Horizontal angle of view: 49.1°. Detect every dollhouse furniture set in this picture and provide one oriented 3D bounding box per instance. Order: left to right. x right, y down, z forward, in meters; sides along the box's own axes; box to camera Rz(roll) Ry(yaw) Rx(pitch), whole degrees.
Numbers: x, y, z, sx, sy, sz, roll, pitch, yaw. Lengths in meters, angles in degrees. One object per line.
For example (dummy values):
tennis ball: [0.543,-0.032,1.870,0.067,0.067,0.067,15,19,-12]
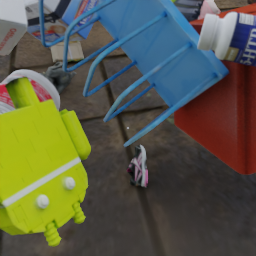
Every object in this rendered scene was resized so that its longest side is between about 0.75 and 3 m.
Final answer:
dollhouse furniture set: [-2.599,-3.328,11.335,1.146,0.885,2.292,-10,66,-19]

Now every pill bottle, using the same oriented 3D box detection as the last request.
pill bottle: [-3.156,-0.067,7.263,1.659,1.659,2.955,14,48,13]
pill bottle: [1.531,-1.211,3.825,1.060,0.635,0.635,14,48,9]

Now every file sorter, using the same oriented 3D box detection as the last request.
file sorter: [-0.089,-1.248,5.070,1.689,1.910,2.753,-39,89,-19]

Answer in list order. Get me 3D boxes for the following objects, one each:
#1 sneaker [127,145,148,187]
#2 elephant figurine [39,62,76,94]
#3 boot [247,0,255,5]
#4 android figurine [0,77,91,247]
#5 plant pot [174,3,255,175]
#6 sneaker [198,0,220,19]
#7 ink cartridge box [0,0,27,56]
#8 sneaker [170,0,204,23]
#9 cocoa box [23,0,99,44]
sneaker: [0.213,0.944,7.130,0.514,0.478,1.190,-3,45,-1]
elephant figurine: [-2.483,-1.820,9.599,1.019,0.929,1.313,14,23,-26]
boot: [2.766,-3.271,6.346,0.258,0.750,0.805,-5,62,48]
android figurine: [-1.254,0.425,3.659,0.448,2.183,1.987,-22,3,34]
plant pot: [2.476,-1.096,5.575,2.670,2.353,2.667,-20,26,-11]
sneaker: [2.460,-3.169,8.475,0.756,1.446,0.544,-13,2,14]
ink cartridge box: [-3.072,-2.063,5.119,1.955,1.432,0.809,-3,80,-40]
sneaker: [1.543,-3.046,6.629,0.954,2.358,0.871,55,33,-7]
cocoa box: [-2.030,-3.400,7.686,2.313,1.518,1.543,13,75,45]
